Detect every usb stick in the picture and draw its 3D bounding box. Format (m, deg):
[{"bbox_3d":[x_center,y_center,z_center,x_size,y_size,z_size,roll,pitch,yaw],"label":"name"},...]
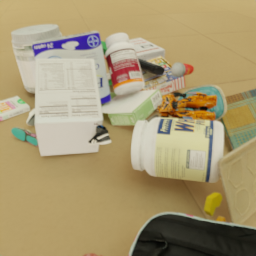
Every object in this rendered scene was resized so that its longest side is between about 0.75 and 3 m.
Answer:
[{"bbox_3d":[0.703,-2.877,12.743,0.713,0.419,2.571,3,21,-33],"label":"usb stick"}]

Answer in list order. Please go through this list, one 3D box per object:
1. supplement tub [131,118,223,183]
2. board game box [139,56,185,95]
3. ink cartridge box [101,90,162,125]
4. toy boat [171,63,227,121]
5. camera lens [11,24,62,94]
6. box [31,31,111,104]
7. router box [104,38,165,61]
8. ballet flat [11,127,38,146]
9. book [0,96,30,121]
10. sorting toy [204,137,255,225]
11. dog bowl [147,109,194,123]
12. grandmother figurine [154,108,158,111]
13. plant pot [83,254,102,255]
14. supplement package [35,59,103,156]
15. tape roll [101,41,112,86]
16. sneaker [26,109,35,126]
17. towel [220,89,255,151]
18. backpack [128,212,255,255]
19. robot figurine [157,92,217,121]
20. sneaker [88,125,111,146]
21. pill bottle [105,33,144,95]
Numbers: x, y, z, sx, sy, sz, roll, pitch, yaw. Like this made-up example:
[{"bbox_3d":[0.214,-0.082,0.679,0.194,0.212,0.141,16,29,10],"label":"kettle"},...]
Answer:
[{"bbox_3d":[1.264,0.532,7.200,2.145,1.555,1.555,4,35,14],"label":"supplement tub"},{"bbox_3d":[1.193,-2.373,13.004,1.950,0.596,2.574,-20,38,-6],"label":"board game box"},{"bbox_3d":[-0.194,-0.826,11.086,2.604,0.624,1.895,0,31,40],"label":"ink cartridge box"},{"bbox_3d":[2.284,-1.194,10.089,2.055,2.445,1.136,-23,-5,41],"label":"toy boat"},{"bbox_3d":[-3.712,-2.925,12.191,2.128,2.660,2.128,-5,31,3],"label":"camera lens"},{"bbox_3d":[-2.131,-2.147,10.864,2.478,2.694,1.414,-14,23,-11],"label":"box"},{"bbox_3d":[0.247,-4.253,15.930,2.787,0.681,2.501,-19,39,-25],"label":"router box"},{"bbox_3d":[-3.471,0.283,9.788,1.273,0.440,0.453,20,21,19],"label":"ballet flat"},{"bbox_3d":[-4.922,-0.718,11.263,1.555,0.374,1.039,-28,46,-37],"label":"book"},{"bbox_3d":[2.512,1.380,6.546,2.486,1.852,0.333,-21,14,-33],"label":"sorting toy"},{"bbox_3d":[1.522,0.496,8.678,2.393,0.702,2.393,-6,50,7],"label":"dog bowl"},{"bbox_3d":[0.997,-0.822,11.421,0.800,0.242,0.485,13,56,22],"label":"grandmother figurine"},{"bbox_3d":[-0.735,3.069,5.342,1.038,1.038,1.009,6,27,8],"label":"plant pot"},{"bbox_3d":[-1.935,-0.671,8.952,1.866,1.879,2.476,-3,57,-14],"label":"supplement package"},{"bbox_3d":[-1.331,-2.824,12.534,2.213,2.213,0.532,2,51,3],"label":"tape roll"},{"bbox_3d":[-3.592,-0.445,10.831,0.558,0.477,1.280,-6,28,17],"label":"sneaker"},{"bbox_3d":[4.311,-0.216,9.580,2.077,0.307,2.832,-14,47,10],"label":"towel"},{"bbox_3d":[1.237,2.747,4.890,2.549,1.919,2.263,13,38,14],"label":"backpack"},{"bbox_3d":[1.793,-0.631,8.785,1.852,0.539,1.343,4,60,18],"label":"robot figurine"},{"bbox_3d":[-0.819,0.191,7.728,0.349,0.535,0.956,-14,4,-40],"label":"sneaker"},{"bbox_3d":[-0.192,-2.481,10.966,1.229,2.176,1.229,-14,-6,-2],"label":"pill bottle"}]
